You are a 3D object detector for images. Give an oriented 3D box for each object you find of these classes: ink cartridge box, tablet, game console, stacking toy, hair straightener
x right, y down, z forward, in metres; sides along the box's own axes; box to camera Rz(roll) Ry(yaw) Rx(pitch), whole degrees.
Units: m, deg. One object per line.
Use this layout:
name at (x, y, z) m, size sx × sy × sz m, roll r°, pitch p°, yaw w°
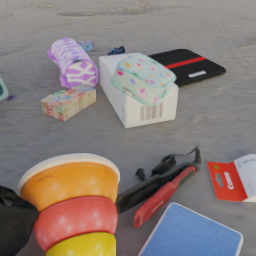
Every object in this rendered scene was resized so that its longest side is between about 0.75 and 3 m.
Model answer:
ink cartridge box at (2.300, 0.926, 5.383) m, size 1.328 × 0.314 × 1.063 m, roll 3°, pitch 34°, yaw 2°
tablet at (0.736, 1.950, 3.866) m, size 1.217 × 0.128 × 1.871 m, roll 20°, pitch 45°, yaw 27°
game console at (1.800, -2.145, 10.032) m, size 2.589 × 0.402 × 2.290 m, roll -20°, pitch 44°, yaw -26°
stacking toy at (-0.684, 1.565, 3.829) m, size 1.554 × 1.554 × 2.127 m, roll -8°, pitch 53°, yaw -12°
hair straightener at (0.591, 0.862, 5.314) m, size 0.925 × 0.492 × 2.403 m, roll 26°, pitch 42°, yaw 34°

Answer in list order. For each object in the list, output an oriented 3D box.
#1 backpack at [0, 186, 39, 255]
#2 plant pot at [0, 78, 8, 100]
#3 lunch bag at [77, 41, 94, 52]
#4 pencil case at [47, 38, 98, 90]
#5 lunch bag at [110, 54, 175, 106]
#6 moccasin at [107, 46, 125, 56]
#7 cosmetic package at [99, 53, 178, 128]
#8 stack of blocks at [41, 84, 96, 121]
backpack at (-2.712, 1.081, 3.582) m, size 2.401 × 1.846 × 1.958 m, roll 23°, pitch -5°, yaw 38°
plant pot at (-4.991, -1.216, 6.938) m, size 2.307 × 2.259 × 2.265 m, roll -5°, pitch 26°, yaw 36°
lunch bag at (-1.890, -3.566, 12.176) m, size 0.661 × 0.413 × 0.878 m, roll -11°, pitch 23°, yaw -14°
pencil case at (-1.864, -2.099, 9.244) m, size 1.178 × 1.157 × 2.756 m, roll -23°, pitch 36°, yaw -9°
lunch bag at (0.222, -0.617, 3.615) m, size 0.699 × 0.336 × 0.872 m, roll 35°, pitch 34°, yaw 8°
moccasin at (-0.519, -3.160, 11.525) m, size 0.386 × 0.327 × 0.958 m, roll 22°, pitch 39°, yaw 29°
cosmetic package at (0.157, -1.204, 7.957) m, size 1.428 × 1.040 × 2.810 m, roll -11°, pitch 36°, yaw -16°
stack of blocks at (-1.630, -0.771, 7.856) m, size 0.788 × 0.401 × 1.368 m, roll 20°, pitch 39°, yaw 28°
